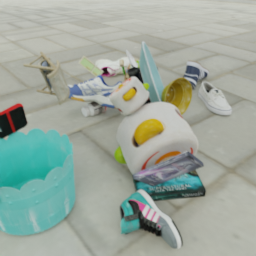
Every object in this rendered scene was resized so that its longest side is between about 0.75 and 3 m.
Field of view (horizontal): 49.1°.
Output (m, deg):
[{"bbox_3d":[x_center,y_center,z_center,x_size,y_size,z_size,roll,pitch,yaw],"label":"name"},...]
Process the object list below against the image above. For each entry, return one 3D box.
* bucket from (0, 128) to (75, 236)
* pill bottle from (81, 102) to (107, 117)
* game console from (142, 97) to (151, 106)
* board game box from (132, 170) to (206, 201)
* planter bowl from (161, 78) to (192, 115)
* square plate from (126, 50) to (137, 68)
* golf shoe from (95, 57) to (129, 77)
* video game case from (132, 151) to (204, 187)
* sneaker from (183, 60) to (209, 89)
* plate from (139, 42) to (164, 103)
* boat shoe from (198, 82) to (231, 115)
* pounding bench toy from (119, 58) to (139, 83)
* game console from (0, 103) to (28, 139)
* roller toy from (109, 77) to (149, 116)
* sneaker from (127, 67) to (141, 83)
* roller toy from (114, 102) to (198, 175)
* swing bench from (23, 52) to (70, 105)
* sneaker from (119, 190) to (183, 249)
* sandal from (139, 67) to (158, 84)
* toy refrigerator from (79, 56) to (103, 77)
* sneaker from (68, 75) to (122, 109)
[{"bbox_3d":[-2.500,1.284,7.013,2.510,1.633,2.510,-1,28,1],"label":"bucket"},{"bbox_3d":[-1.379,-0.811,11.450,0.987,0.546,0.546,-26,40,-32],"label":"pill bottle"},{"bbox_3d":[0.484,-1.221,10.610,1.439,0.991,1.670,-32,2,20],"label":"game console"},{"bbox_3d":[1.099,1.511,8.030,1.882,0.265,1.273,-4,32,-7],"label":"board game box"},{"bbox_3d":[1.564,-1.099,9.749,1.377,1.377,0.574,-24,29,-33],"label":"planter bowl"},{"bbox_3d":[0.160,-2.651,11.218,0.109,0.758,0.765,-26,66,17],"label":"square plate"},{"bbox_3d":[-0.600,-3.159,15.057,2.433,0.916,1.113,-6,42,3],"label":"golf shoe"},{"bbox_3d":[0.999,1.050,6.905,1.499,1.071,0.142,-26,57,22],"label":"video game case"},{"bbox_3d":[3.367,-2.520,14.125,0.802,1.241,2.287,18,6,31],"label":"sneaker"},{"bbox_3d":[0.875,-1.322,9.094,0.376,2.943,2.943,-18,29,14],"label":"plate"},{"bbox_3d":[3.748,-1.331,12.100,0.819,0.748,2.275,-5,32,-8],"label":"boat shoe"},{"bbox_3d":[0.103,-2.686,13.436,1.367,1.066,0.849,16,59,-11],"label":"pounding bench toy"},{"bbox_3d":[-3.002,-0.174,7.157,0.813,0.920,0.143,-32,65,-27],"label":"game console"},{"bbox_3d":[-0.002,-0.819,7.108,0.903,0.692,0.990,-29,20,40],"label":"roller toy"},{"bbox_3d":[0.277,-1.858,10.570,0.460,0.799,1.533,-20,16,2],"label":"sneaker"},{"bbox_3d":[0.795,0.422,7.465,1.940,2.127,1.486,-4,48,-26],"label":"roller toy"},{"bbox_3d":[-2.321,-1.482,8.420,1.146,1.140,0.744,28,59,25],"label":"swing bench"},{"bbox_3d":[0.347,2.229,6.451,1.055,0.731,1.748,-20,39,-26],"label":"sneaker"},{"bbox_3d":[0.535,-2.031,12.054,0.765,0.459,2.038,39,67,5],"label":"sandal"},{"bbox_3d":[-1.638,-2.668,12.319,1.067,0.405,0.373,38,5,-18],"label":"toy refrigerator"},{"bbox_3d":[-1.421,-1.544,10.930,2.600,1.146,0.979,10,12,-4],"label":"sneaker"}]
